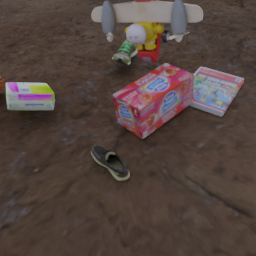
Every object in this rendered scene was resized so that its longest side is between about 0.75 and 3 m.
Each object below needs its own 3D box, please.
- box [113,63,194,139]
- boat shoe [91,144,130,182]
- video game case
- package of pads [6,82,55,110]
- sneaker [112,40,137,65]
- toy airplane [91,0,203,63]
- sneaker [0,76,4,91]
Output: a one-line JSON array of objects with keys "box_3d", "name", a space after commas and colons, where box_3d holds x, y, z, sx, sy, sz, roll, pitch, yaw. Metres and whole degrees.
[{"box_3d": [0.858, -0.929, 8.900, 2.451, 1.170, 1.222, -34, 48, -27], "name": "box"}, {"box_3d": [-0.485, 0.831, 7.618, 0.542, 0.480, 1.480, -32, 51, -31], "name": "boat shoe"}, {"box_3d": [3.047, -1.443, 10.375, 1.789, 0.218, 2.502, 23, 47, 24], "name": "video game case"}, {"box_3d": [-3.134, -1.048, 8.946, 1.394, 0.615, 1.805, -3, 20, -25], "name": "package of pads"}, {"box_3d": [-0.092, -3.282, 11.501, 0.787, 0.907, 2.047, 17, 37, 5], "name": "sneaker"}, {"box_3d": [0.484, -3.432, 8.718, 2.763, 2.775, 1.958, 37, 52, -16], "name": "toy airplane"}, {"box_3d": [-4.663, -0.774, 9.217, 1.389, 0.962, 2.480, 21, 51, 14], "name": "sneaker"}]
